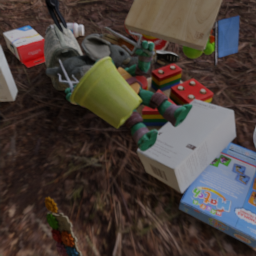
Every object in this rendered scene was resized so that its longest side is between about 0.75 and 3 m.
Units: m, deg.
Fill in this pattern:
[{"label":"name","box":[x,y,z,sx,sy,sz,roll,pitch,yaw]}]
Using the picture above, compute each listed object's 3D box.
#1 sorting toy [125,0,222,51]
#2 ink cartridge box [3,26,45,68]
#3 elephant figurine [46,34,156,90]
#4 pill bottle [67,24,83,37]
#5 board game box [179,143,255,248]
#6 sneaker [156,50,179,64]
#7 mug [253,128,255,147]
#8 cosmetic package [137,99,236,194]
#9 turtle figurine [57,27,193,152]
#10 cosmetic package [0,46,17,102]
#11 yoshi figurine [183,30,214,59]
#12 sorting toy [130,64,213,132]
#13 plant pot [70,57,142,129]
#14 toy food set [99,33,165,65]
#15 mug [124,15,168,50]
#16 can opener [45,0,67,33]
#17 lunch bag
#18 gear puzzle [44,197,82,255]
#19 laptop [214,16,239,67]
[{"label":"sorting toy","box":[1.196,-2.925,7.011,1.980,0.693,1.992,20,76,10]},{"label":"ink cartridge box","box":[-4.426,-3.622,12.401,1.281,0.741,2.205,-29,53,-26]},{"label":"elephant figurine","box":[-0.894,-2.193,9.811,2.881,2.235,2.039,-51,23,-21]},{"label":"pill bottle","box":[-2.788,-4.727,13.583,1.187,0.645,0.645,0,45,0]},{"label":"board game box","box":[2.765,1.519,7.439,1.937,0.469,2.561,24,50,22]},{"label":"sneaker","box":[1.616,-3.155,12.155,1.264,0.467,0.501,15,42,15]},{"label":"mug","box":[4.792,0.524,7.236,2.958,2.184,2.594,14,50,11]},{"label":"cosmetic package","box":[1.660,0.400,7.696,2.495,1.012,1.408,-42,41,-23]},{"label":"turtle figurine","box":[-0.100,-0.888,5.909,2.036,1.369,2.719,-44,70,3]},{"label":"cosmetic package","box":[-5.514,-1.813,9.690,2.678,2.019,0.692,-2,45,-2]},{"label":"yoshi figurine","box":[1.805,-3.094,9.002,1.240,1.236,2.207,-40,89,1]},{"label":"sorting toy","box":[1.121,-1.036,9.618,2.875,1.007,2.893,-23,50,-21]},{"label":"plant pot","box":[-0.322,-0.550,5.027,0.969,1.054,1.054,42,54,2]},{"label":"toy food set","box":[0.123,-2.210,7.504,1.892,0.298,1.202,22,14,-5]},{"label":"mug","box":[1.057,-4.501,12.825,1.830,1.375,2.061,-28,53,-5]},{"label":"can opener","box":[-2.564,-4.003,9.834,0.608,0.490,1.547,-9,72,-58]},{"label":"lunch bag","box":[-2.469,-2.788,10.807,1.503,1.809,2.157,-13,46,-13]},{"label":"gear puzzle","box":[-1.224,1.803,4.959,0.650,1.255,0.164,-4,16,39]},{"label":"laptop","box":[2.382,-2.096,6.749,0.573,0.926,0.989,0,32,19]}]
